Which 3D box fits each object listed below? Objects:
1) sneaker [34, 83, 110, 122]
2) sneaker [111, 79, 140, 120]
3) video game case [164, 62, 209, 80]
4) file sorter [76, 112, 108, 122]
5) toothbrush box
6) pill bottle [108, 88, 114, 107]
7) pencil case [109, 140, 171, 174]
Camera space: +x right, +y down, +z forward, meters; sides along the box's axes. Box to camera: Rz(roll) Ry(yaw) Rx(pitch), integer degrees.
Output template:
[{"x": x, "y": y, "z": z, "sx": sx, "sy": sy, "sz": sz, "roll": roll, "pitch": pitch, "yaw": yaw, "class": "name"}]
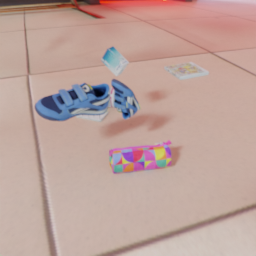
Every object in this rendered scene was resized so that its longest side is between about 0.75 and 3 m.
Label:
[{"x": -1.508, "y": -0.829, "z": 7.999, "sx": 2.326, "sy": 0.957, "sz": 0.860, "roll": -14, "pitch": 59, "yaw": -37, "class": "sneaker"}, {"x": -0.146, "y": -0.821, "z": 8.384, "sx": 0.639, "sy": 1.553, "sz": 0.574, "roll": -46, "pitch": 48, "yaw": -10, "class": "sneaker"}, {"x": 3.176, "y": -3.156, "z": 15.373, "sx": 1.831, "sy": 0.210, "sz": 1.666, "roll": -14, "pitch": 35, "yaw": -20, "class": "video game case"}, {"x": -1.473, "y": -0.801, "z": 11.359, "sx": 1.110, "sy": 0.691, "sz": 0.770, "roll": 12, "pitch": 35, "yaw": 16, "class": "file sorter"}, {"x": -0.459, "y": -2.259, "z": 9.539, "sx": 0.803, "sy": 0.588, "sz": 0.342, "roll": 46, "pitch": 48, "yaw": 5, "class": "toothbrush box"}, {"x": -1.249, "y": -1.365, "z": 12.077, "sx": 1.474, "sy": 0.836, "sz": 0.836, "roll": 6, "pitch": 34, "yaw": 8, "class": "pill bottle"}, {"x": 0.378, "y": 0.895, "z": 8.668, "sx": 1.956, "sy": 0.865, "sz": 0.865, "roll": -8, "pitch": 34, "yaw": -11, "class": "pencil case"}]
